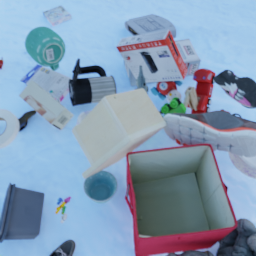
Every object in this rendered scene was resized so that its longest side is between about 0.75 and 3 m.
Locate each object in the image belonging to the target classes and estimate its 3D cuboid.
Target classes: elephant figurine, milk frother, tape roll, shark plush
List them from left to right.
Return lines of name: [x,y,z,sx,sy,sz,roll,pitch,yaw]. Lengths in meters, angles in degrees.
tape roll: [-4.700,0.040,10.105,1.529,0.279,1.529,-3,65,6]
milk frother: [-1.270,-1.670,10.158,1.634,1.737,1.567,-10,91,-19]
shark plush: [0.485,-1.358,8.517,0.497,1.093,0.455,-3,30,-15]
elephant figurine: [2.352,3.666,7.033,2.640,1.868,2.048,-29,46,-25]

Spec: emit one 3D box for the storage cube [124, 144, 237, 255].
storage cube: [1.214,2.067,7.682,2.629,2.364,2.248,-5,56,-5]

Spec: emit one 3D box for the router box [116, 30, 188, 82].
router box: [0.839,-2.393,9.714,1.977,1.775,0.483,4,55,39]

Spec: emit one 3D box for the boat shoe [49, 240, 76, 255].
boat shoe: [-2.055,3.744,7.704,0.527,0.449,1.576,34,63,21]

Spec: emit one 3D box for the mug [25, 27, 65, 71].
mug: [-2.970,-2.952,10.638,1.004,1.623,1.334,42,101,36]

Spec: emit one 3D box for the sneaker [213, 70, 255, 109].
sneaker: [3.303,-1.066,8.142,0.739,0.794,1.839,-42,33,16]

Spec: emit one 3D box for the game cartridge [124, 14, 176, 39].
game cartridge: [1.054,-4.552,12.839,1.768,0.536,2.651,-19,40,-8]

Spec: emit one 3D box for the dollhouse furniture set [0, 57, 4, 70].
dollhouse furniture set: [-5.869,-2.614,11.896,1.136,0.611,0.462,-4,56,-10]

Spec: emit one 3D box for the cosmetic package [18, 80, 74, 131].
cosmetic package: [-3.001,-0.812,10.300,1.814,0.938,0.792,39,86,19]

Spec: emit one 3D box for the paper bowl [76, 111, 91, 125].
paper bowl: [-1.206,0.004,9.932,1.289,0.671,1.289,12,38,-10]

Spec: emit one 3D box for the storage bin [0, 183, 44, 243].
storage bin: [-3.136,2.565,8.226,1.068,1.158,1.591,15,52,-23]

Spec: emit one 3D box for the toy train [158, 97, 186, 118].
toy train: [0.907,-0.203,9.491,0.675,2.394,0.500,54,29,-4]

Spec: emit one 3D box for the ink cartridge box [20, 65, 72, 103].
ink cartridge box: [-3.286,-1.838,11.472,1.940,0.407,1.158,25,62,14]

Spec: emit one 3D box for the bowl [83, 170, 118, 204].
bowl: [-0.857,1.941,8.805,1.078,0.564,1.078,1,49,-2]

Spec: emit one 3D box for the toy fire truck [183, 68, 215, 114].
toy fire truck: [2.330,-0.968,9.897,0.601,1.738,2.464,13,94,38]

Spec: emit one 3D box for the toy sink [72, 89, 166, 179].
toy sink: [-0.485,0.148,8.141,1.648,2.528,1.416,-20,74,-46]

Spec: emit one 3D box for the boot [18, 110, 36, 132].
boot: [-3.817,-0.249,10.475,1.009,0.377,0.489,-31,71,-8]

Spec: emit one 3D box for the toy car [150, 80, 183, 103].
toy car: [1.616,-1.288,10.511,1.046,1.004,1.135,-41,53,22]

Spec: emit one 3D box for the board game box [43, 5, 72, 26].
board game box: [-3.571,-5.668,14.129,1.081,0.234,1.075,-30,61,-19]

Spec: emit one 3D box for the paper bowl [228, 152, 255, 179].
paper bowl: [4.299,0.827,9.325,1.906,0.991,1.906,0,56,0]

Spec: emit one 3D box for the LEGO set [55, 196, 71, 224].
LEGO set: [-1.732,2.086,7.513,0.341,0.317,0.830,-43,26,19]

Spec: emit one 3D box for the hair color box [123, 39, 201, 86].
hair color box: [1.370,-2.776,11.803,2.924,0.886,1.447,-11,57,-6]

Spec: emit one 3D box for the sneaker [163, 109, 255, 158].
sneaker: [2.418,0.006,7.981,2.856,1.101,1.170,14,45,14]
